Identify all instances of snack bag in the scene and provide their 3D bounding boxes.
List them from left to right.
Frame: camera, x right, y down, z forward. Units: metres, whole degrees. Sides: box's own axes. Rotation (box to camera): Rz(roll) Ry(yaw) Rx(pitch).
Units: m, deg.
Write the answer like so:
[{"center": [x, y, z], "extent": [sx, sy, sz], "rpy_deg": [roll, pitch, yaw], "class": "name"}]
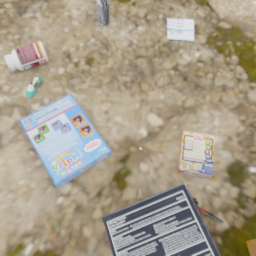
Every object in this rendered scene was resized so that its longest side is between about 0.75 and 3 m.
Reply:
[{"center": [1.883, -3.557, 10.136], "extent": [1.006, 0.114, 1.067], "rpy_deg": [6, 62, 3], "class": "snack bag"}]

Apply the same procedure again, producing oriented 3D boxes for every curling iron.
[{"center": [1.969, 2.098, 7.077], "extent": [0.984, 0.126, 0.244], "rpy_deg": [35, 66, 17], "class": "curling iron"}]

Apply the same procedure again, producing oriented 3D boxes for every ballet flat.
[{"center": [-3.006, -1.337, 8.836], "extent": [0.280, 0.293, 0.832], "rpy_deg": [19, 64, 9], "class": "ballet flat"}]

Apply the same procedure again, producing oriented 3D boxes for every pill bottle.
[{"center": [-3.306, -2.293, 9.122], "extent": [1.239, 0.700, 0.700], "rpy_deg": [-22, 64, -12], "class": "pill bottle"}]

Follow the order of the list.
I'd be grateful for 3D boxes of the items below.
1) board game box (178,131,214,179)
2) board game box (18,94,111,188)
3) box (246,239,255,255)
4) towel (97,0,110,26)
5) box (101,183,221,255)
[{"center": [1.889, 0.719, 7.732], "extent": [0.908, 0.277, 1.198], "rpy_deg": [9, 62, 5], "class": "board game box"}, {"center": [-1.793, 0.278, 7.891], "extent": [1.703, 0.412, 2.251], "rpy_deg": [-31, 66, -15], "class": "board game box"}, {"center": [3.731, 2.183, 5.396], "extent": [1.780, 2.991, 0.620], "rpy_deg": [-9, 62, -5], "class": "box"}, {"center": [-0.878, -4.327, 10.039], "extent": [0.437, 1.021, 0.846], "rpy_deg": [-2, 63, -3], "class": "towel"}, {"center": [0.755, 2.579, 5.941], "extent": [2.003, 1.235, 1.987], "rpy_deg": [-22, 57, 0], "class": "box"}]
